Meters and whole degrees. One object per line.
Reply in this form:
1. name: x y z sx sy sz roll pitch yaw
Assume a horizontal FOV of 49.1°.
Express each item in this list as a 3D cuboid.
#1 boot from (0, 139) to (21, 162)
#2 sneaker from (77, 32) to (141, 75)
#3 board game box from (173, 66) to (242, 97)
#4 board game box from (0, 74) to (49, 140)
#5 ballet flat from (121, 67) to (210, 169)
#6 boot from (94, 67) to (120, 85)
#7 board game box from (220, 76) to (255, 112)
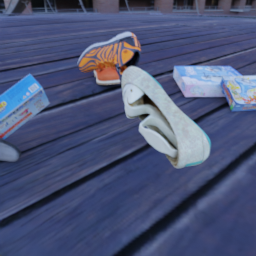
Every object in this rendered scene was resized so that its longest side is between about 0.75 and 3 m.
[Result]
1. boot: -3.861 0.872 6.946 2.050 0.715 1.349 9 43 -1
2. sneaker: -0.665 -2.331 9.875 2.396 0.929 1.342 -25 62 16
3. board game box: 3.709 -2.150 12.688 2.849 0.621 2.863 -1 27 -2
4. board game box: -2.893 -0.475 7.209 1.654 0.462 1.619 -41 0 -13
5. ballet flat: 0.469 -0.346 5.891 0.928 1.004 2.976 -21 50 -26
6. boot: -1.104 -2.913 13.328 1.024 1.463 2.729 -8 30 -18
7. board game box: 4.883 -1.357 10.798 2.247 0.387 1.521 -3 53 -6
